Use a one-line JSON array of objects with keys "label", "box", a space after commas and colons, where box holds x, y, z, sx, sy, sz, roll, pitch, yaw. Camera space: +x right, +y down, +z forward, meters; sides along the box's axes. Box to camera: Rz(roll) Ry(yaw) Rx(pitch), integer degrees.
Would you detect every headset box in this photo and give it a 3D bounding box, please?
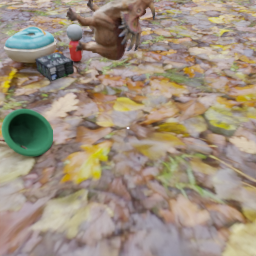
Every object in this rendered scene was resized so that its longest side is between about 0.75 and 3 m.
[{"label": "headset box", "box": [-2.679, -2.256, 10.137, 0.957, 0.510, 1.099, -29, 46, -31]}]

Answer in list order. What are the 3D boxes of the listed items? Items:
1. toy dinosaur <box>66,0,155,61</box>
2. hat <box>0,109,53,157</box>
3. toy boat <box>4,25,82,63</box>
[{"label": "toy dinosaur", "box": [-0.323, -1.996, 6.067, 1.576, 2.325, 0.998, 26, 70, 6]}, {"label": "hat", "box": [-2.817, 0.245, 7.224, 1.431, 1.260, 1.185, 42, 51, -15]}, {"label": "toy boat", "box": [-3.118, -3.324, 10.736, 2.827, 1.314, 2.376, 4, 30, 3]}]
